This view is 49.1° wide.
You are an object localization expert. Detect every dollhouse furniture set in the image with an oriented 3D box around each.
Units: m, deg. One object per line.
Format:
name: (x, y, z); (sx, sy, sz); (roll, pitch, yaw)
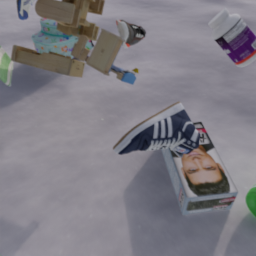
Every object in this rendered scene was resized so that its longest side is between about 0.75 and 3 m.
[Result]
dollhouse furniture set: (-0.484, -2.140, 8.226); (1.516, 1.048, 1.606); (34, 14, 25)
dollhouse furniture set: (-2.178, -3.175, 8.593); (1.883, 2.834, 2.484); (15, 10, 8)

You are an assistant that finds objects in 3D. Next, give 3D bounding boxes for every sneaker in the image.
sneaker: (0.779, 0.316, 6.398); (2.205, 0.773, 1.196); (-30, 82, -32)
sneaker: (-3.319, -4.911, 9.838); (1.042, 2.363, 0.890); (1, 35, -32)
sneaker: (0.124, -2.897, 8.412); (0.800, 0.753, 1.954); (-13, 11, 6)

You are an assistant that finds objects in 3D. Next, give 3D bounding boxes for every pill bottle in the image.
pill bottle: (2.691, -2.278, 7.079); (1.413, 0.795, 0.795); (45, 46, -10)

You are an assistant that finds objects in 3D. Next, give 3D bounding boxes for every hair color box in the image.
hair color box: (1.802, 0.996, 7.774); (1.310, 0.803, 2.647); (-5, 42, -6)

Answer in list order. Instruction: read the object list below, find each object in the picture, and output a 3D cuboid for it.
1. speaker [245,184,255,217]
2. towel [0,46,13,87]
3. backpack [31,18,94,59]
speaker: (4.054, 1.449, 7.130); (2.283, 1.009, 1.009); (-25, 47, -26)
towel: (-3.829, -2.043, 8.258); (0.169, 1.443, 1.100); (-10, 57, 3)
backpack: (-3.074, -4.126, 12.908); (2.275, 1.929, 2.562); (23, 52, 25)
